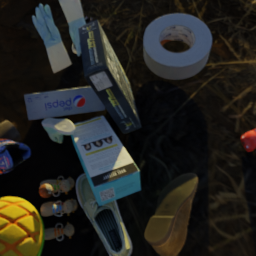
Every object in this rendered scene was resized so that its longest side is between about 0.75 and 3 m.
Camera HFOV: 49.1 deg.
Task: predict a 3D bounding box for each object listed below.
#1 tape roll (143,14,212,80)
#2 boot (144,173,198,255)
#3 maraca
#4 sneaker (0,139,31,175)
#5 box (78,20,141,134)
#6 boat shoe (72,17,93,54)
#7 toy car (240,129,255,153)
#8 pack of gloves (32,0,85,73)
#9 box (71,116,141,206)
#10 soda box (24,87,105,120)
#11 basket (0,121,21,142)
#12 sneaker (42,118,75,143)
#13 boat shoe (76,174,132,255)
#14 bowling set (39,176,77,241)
[{"bbox_3d":[1.859,-3.162,10.824,2.578,0.852,2.578,-2,65,4],"label":"tape roll"},{"bbox_3d":[1.262,2.194,7.269,0.880,0.902,2.390,-9,32,44],"label":"boot"},{"bbox_3d":[-2.703,2.638,6.240,1.664,1.299,2.428,7,45,-25],"label":"maraca"},{"bbox_3d":[-3.497,0.853,7.055,1.027,0.986,2.618,-4,17,19],"label":"sneaker"},{"bbox_3d":[-0.530,-1.479,8.629,0.725,2.841,2.241,-20,52,9],"label":"box"},{"bbox_3d":[-1.916,-3.928,11.731,0.648,0.805,1.736,12,54,9],"label":"boat shoe"},{"bbox_3d":[5.260,-0.075,9.028,2.821,0.629,2.655,17,56,12],"label":"toy car"},{"bbox_3d":[-2.505,-3.648,10.650,2.055,2.447,0.483,-37,41,-28],"label":"pack of gloves"},{"bbox_3d":[-0.749,0.754,7.813,1.171,0.699,2.845,-18,37,-14],"label":"box"},{"bbox_3d":[-2.043,-0.848,9.278,2.489,0.789,0.850,-9,99,-5],"label":"soda box"},{"bbox_3d":[-4.040,0.458,8.480,1.226,0.925,1.360,14,45,44],"label":"basket"},{"bbox_3d":[-1.984,0.147,8.476,1.299,0.766,0.478,14,47,36],"label":"sneaker"},{"bbox_3d":[-0.632,2.145,7.250,0.918,0.791,2.550,-28,59,-15],"label":"boat shoe"},{"bbox_3d":[-1.769,1.894,7.236,0.954,1.236,1.777,-5,58,-17],"label":"bowling set"}]
